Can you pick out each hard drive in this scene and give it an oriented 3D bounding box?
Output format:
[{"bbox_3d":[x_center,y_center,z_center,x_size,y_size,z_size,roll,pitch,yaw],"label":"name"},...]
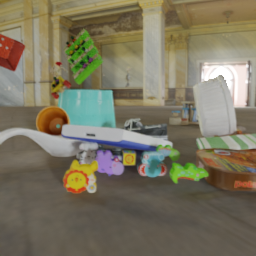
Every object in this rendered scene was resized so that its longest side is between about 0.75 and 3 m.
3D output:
[{"bbox_3d":[-0.169,0.326,7.539,1.797,0.345,2.723,4,-6,32],"label":"hard drive"}]

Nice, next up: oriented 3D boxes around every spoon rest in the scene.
[{"bbox_3d":[-2.300,0.393,7.526,1.448,0.883,2.914,6,10,43],"label":"spoon rest"}]

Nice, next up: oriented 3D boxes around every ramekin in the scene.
[{"bbox_3d":[3.369,-0.776,11.154,1.197,2.570,2.570,-10,4,11],"label":"ramekin"}]

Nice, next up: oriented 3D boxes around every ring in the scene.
[{"bbox_3d":[3.916,0.411,9.113,2.580,0.248,2.580,-5,9,1],"label":"ring"}]

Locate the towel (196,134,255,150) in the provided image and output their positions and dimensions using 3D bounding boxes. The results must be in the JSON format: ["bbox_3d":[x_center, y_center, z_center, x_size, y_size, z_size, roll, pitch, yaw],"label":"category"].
[{"bbox_3d":[3.121,0.482,8.398,1.981,0.232,1.511,-5,9,8],"label":"towel"}]

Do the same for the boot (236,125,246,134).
[{"bbox_3d":[4.429,-0.031,13.081,1.593,0.549,1.709,-2,11,2],"label":"boot"}]

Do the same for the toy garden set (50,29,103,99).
[{"bbox_3d":[-2.036,-2.283,9.633,0.490,2.048,2.456,38,17,-41],"label":"toy garden set"}]

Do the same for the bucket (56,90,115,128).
[{"bbox_3d":[-2.089,-0.878,13.858,3.040,1.978,3.040,1,6,0],"label":"bucket"}]

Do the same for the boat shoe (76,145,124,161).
[{"bbox_3d":[-0.670,0.634,6.979,1.201,0.426,0.433,4,-14,-11],"label":"boat shoe"}]

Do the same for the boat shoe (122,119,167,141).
[{"bbox_3d":[0.262,0.080,10.406,2.424,0.828,0.895,3,7,27],"label":"boat shoe"}]

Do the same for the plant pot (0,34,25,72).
[{"bbox_3d":[-3.946,-2.480,8.829,0.972,0.971,0.856,21,-6,-10],"label":"plant pot"}]

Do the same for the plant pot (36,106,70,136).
[{"bbox_3d":[-2.951,-0.145,11.355,1.259,1.259,1.153,0,-9,-4],"label":"plant pot"}]

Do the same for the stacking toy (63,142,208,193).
[{"bbox_3d":[0.075,0.780,5.793,2.542,0.597,1.916,1,8,-5],"label":"stacking toy"}]

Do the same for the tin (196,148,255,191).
[{"bbox_3d":[2.127,0.812,5.849,1.264,0.472,2.257,5,7,4],"label":"tin"}]

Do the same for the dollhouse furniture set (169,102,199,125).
[{"bbox_3d":[3.533,-0.876,16.533,1.339,1.347,1.911,6,8,42],"label":"dollhouse furniture set"}]
